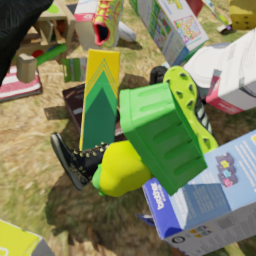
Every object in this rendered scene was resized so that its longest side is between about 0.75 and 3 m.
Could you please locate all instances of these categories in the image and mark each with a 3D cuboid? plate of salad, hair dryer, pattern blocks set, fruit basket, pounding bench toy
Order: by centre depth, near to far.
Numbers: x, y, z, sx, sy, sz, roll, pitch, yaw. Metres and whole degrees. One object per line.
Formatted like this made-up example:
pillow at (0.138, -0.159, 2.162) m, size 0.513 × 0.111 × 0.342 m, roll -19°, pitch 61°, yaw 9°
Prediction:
fruit basket at (0.152, 0.246, 3.127) m, size 1.256 × 1.256 × 0.906 m, roll -1°, pitch 36°, yaw -1°
pattern blocks set at (1.920, -2.615, 6.284) m, size 0.099 × 1.216 × 1.069 m, roll -42°, pitch 44°, yaw 23°
pounding bench toy at (-2.236, -2.210, 7.003) m, size 1.899 × 1.512 × 2.435 m, roll -19°, pitch 65°, yaw -37°
plate of salad at (2.416, -1.687, 7.656) m, size 1.750 × 0.420 × 1.750 m, roll -15°, pitch 49°, yaw 18°
hair dryer at (2.358, -3.981, 7.707) m, size 1.895 × 2.488 × 0.676 m, roll 3°, pitch 48°, yaw -42°

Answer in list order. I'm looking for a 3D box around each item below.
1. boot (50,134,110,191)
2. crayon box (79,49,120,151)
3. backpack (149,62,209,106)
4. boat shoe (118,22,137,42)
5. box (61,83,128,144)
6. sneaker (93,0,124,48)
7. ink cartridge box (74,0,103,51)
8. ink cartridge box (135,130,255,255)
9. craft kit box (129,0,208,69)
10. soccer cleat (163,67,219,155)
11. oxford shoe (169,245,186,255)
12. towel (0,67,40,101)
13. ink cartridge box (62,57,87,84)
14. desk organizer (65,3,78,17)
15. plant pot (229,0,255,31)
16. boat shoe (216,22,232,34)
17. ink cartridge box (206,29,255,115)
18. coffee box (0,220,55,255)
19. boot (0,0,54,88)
boot at (-0.634, 0.365, 4.089) m, size 0.748 × 0.990 × 0.357 m, roll -31°, pitch 31°, yaw -17°
crayon box at (-0.588, -0.342, 5.596) m, size 0.607 × 2.084 × 1.798 m, roll 6°, pitch 86°, yaw -8°
backpack at (1.948, -1.496, 8.863) m, size 2.169 × 1.373 × 1.810 m, roll -14°, pitch 51°, yaw -13°
boat shoe at (-0.752, -3.945, 11.315) m, size 2.326 × 0.855 × 0.777 m, roll 34°, pitch 91°, yaw 17°
box at (-0.931, -0.233, 8.149) m, size 1.235 × 0.925 × 2.467 m, roll -22°, pitch 56°, yaw -17°
sneaker at (-0.560, -2.849, 7.139) m, size 0.665 × 1.702 × 0.768 m, roll 13°, pitch 29°, yaw 24°
ink cartridge box at (-1.065, -3.323, 8.559) m, size 0.684 × 1.178 × 1.596 m, roll 4°, pitch 62°, yaw 14°
ink cartridge box at (1.396, 1.187, 4.388) m, size 2.511 × 1.713 × 0.959 m, roll -28°, pitch 49°, yaw 10°
craft kit box at (0.748, -2.448, 6.221) m, size 0.542 × 2.233 × 2.206 m, roll -35°, pitch 91°, yaw 2°
soccer cleat at (1.298, -0.205, 5.818) m, size 0.737 × 0.885 × 2.184 m, roll -22°, pitch 80°, yaw 16°
oxford shoe at (1.194, 2.871, 6.062) m, size 0.355 × 0.356 × 0.997 m, roll -35°, pitch 55°, yaw 9°
towel at (-3.973, -1.843, 9.874) m, size 1.511 × 0.239 × 2.097 m, roll -16°, pitch 53°, yaw -11°
ink cartridge box at (-1.332, -1.468, 7.139) m, size 0.324 × 0.632 × 0.854 m, roll 1°, pitch 15°, yaw 15°
desk organizer at (-2.592, -4.393, 11.477) m, size 2.345 × 0.903 × 0.841 m, roll -33°, pitch 91°, yaw -41°
plant pot at (3.404, -3.380, 7.714) m, size 1.240 × 1.240 × 1.094 m, roll 14°, pitch 82°, yaw 29°
boat shoe at (4.111, -4.273, 11.791) m, size 0.889 × 0.321 × 0.289 m, roll -33°, pitch 59°, yaw -17°
ink cartridge box at (2.296, -1.078, 5.032) m, size 0.708 × 1.679 × 1.215 m, roll 23°, pitch 71°, yaw -16°
coffee box at (-2.890, 2.892, 4.467) m, size 2.681 × 2.655 × 2.685 m, roll 17°, pitch 53°, yaw 13°
boot at (-2.614, -1.769, 5.800) m, size 1.035 × 2.291 × 2.796 m, roll 29°, pitch 48°, yaw -16°
